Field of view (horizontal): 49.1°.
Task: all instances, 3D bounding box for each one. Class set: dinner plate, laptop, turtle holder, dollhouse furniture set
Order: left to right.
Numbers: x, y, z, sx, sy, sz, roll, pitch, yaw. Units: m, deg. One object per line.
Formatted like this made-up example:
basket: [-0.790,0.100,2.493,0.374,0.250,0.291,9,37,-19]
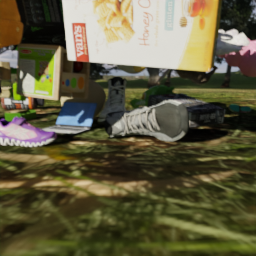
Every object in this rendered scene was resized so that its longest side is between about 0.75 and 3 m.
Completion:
dollhouse furniture set: [-5.050,-1.103,11.157,2.337,1.531,1.173,2,11,9]
laptop: [-1.890,-0.334,8.799,1.345,0.832,1.436,4,10,23]
turtle holder: [1.075,-0.985,11.633,1.807,1.373,1.283,-40,23,-26]
dinner plate: [1.609,-2.343,12.403,0.112,0.925,0.925,41,6,-8]

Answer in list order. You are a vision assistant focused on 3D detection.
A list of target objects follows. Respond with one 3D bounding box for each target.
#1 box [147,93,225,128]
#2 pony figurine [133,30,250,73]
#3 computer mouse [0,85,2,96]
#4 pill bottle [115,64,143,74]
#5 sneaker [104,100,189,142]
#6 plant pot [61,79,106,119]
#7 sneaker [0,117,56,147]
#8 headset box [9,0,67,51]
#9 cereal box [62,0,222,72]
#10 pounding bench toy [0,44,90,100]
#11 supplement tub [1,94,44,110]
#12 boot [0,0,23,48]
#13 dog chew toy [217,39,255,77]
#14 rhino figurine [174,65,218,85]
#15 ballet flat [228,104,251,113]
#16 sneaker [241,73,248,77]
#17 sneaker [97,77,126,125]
box: [2.103,-0.713,10.379,1.792,0.565,2.272,-8,25,-35]
pony figurine: [1.570,-2.698,7.709,2.753,2.375,2.852,-24,-1,-22]
computer mouse: [-3.908,-1.440,7.059,1.723,1.193,0.454,7,32,20]
pill bottle: [0.171,-3.123,11.844,1.633,1.633,2.932,1,9,3]
sneaker: [0.249,-0.061,7.259,1.585,1.030,2.745,-10,3,-24]
plant pot: [-1.709,-0.824,10.181,1.680,1.680,1.128,1,46,5]
sneaker: [-2.548,0.076,6.853,1.570,0.694,0.632,2,9,4]
headset box: [-2.199,-2.975,7.849,2.278,1.057,1.984,-12,2,-35]
cereal box: [0.150,-2.178,5.009,2.904,2.089,0.574,9,25,21]
pounding bench toy: [-2.342,-1.576,7.933,2.118,1.316,1.652,9,10,20]
supplement tub: [-5.506,-1.490,14.741,2.027,1.084,1.084,-2,10,-8]
boot: [-2.526,-1.561,5.160,0.649,1.846,1.321,13,15,23]
dog chew toy: [3.691,-2.417,9.127,1.849,1.151,1.151,27,18,15]
rhino figurine: [2.178,-2.089,9.773,2.015,0.881,0.602,14,27,-32]
ballet flat: [5.386,-0.917,13.683,1.158,0.400,0.412,4,-9,-7]
sneaker: [4.382,-2.065,9.971,0.328,0.751,0.277,47,-9,25]
sneaker: [-0.576,-1.063,10.443,1.109,1.691,2.940,0,10,-2]
